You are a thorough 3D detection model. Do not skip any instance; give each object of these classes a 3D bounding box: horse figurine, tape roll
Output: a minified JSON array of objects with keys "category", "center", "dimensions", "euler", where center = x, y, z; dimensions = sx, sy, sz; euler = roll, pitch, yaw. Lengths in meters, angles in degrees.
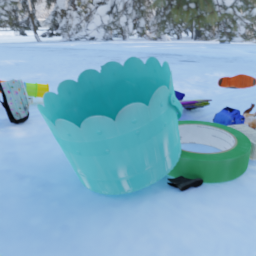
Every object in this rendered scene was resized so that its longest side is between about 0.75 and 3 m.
[{"category":"horse figurine","center":[4.455,-0.293,9.764],"dimensions":[1.071,0.403,1.616],"euler":[-17,30,4]},{"category":"tape roll","center":[1.850,0.519,7.510],"dimensions":[2.633,0.633,2.633],"euler":[-1,22,0]}]

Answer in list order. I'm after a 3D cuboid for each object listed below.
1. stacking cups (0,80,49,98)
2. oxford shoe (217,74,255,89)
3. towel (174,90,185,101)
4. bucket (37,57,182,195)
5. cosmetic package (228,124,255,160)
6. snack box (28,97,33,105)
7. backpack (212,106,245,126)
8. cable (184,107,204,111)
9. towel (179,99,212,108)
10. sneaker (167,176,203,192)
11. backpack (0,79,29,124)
[{"category":"stacking cups","center":[-4.691,-1.730,12.001],"dimensions":[2.470,0.747,0.747],"euler":[5,17,-29]},{"category":"oxford shoe","center":[4.010,-1.644,10.149],"dimensions":[0.523,0.511,1.434],"euler":[8,4,-41]},{"category":"towel","center":[1.755,-1.406,12.615],"dimensions":[1.386,0.343,1.023],"euler":[21,42,30]},{"category":"bucket","center":[-0.254,-0.137,6.373],"dimensions":[3.082,2.005,3.082],"euler":[-14,30,8]},{"category":"cosmetic package","center":[3.441,0.372,8.068],"dimensions":[0.712,0.503,1.376],"euler":[-6,21,-14]},{"category":"snack box","center":[-4.674,-1.075,11.994],"dimensions":[0.772,0.287,1.085],"euler":[1,19,8]},{"category":"backpack","center":[3.218,-0.187,9.056],"dimensions":[0.852,0.825,1.016],"euler":[22,30,39]},{"category":"cable","center":[2.688,-0.883,11.670],"dimensions":[0.743,0.231,0.911],"euler":[-25,22,-29]},{"category":"towel","center":[1.740,-0.853,10.791],"dimensions":[2.459,0.280,1.766],"euler":[-7,6,-8]},{"category":"sneaker","center":[1.284,1.206,6.311],"dimensions":[0.756,0.227,0.394],"euler":[-12,29,-21]},{"category":"backpack","center":[-4.006,-1.014,9.900],"dimensions":[0.924,1.460,1.218],"euler":[-24,45,-26]}]
